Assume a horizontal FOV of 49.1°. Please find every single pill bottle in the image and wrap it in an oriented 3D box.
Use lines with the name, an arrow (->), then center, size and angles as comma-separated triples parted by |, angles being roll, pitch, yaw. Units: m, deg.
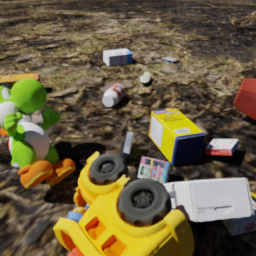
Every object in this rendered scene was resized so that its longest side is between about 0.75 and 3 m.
pill bottle -> -0.580, -1.269, 11.082 | 0.621, 0.621, 1.107 | 11, 33, 17

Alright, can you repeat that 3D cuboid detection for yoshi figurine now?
yoshi figurine -> -2.402, -0.100, 7.079 | 1.661, 1.668, 2.967 | -24, 69, -26

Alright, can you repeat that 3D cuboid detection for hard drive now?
hard drive -> -0.080, 0.553, 7.959 | 0.182, 0.581, 0.862 | 23, 42, -9

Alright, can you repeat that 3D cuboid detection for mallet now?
mallet -> 2.981, 1.628, 6.311 | 1.430, 0.294, 0.471 | 27, 33, 4

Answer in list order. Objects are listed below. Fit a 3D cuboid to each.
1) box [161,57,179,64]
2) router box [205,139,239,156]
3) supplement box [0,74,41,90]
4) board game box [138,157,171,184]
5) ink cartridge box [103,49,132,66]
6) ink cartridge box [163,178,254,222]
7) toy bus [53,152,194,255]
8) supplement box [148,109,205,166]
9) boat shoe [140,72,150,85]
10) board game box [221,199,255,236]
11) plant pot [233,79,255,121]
box -> 2.372, -3.791, 15.683 | 0.568, 0.157, 0.832 | -25, 39, -35
router box -> 2.706, 0.549, 8.061 | 0.725, 0.197, 0.808 | -1, 17, 36
supplement box -> -4.846, -1.817, 11.914 | 2.139, 0.736, 0.712 | -5, 31, -11
board game box -> 0.671, 1.081, 7.149 | 0.751, 0.554, 0.241 | 9, -7, 27
ink cartridge box -> -0.576, -3.881, 15.405 | 1.404, 0.594, 1.015 | -13, 34, -18
ink cartridge box -> 1.433, 1.407, 5.614 | 1.208, 0.694, 1.664 | -1, -12, -16
toy bus -> -0.456, 1.953, 5.073 | 2.390, 1.689, 2.489 | -37, 44, -22
supplement box -> 1.383, 0.212, 8.313 | 0.909, 0.904, 1.660 | -8, 33, -20
boat shoe -> 0.755, -2.229, 12.940 | 0.390, 0.326, 1.090 | 31, 36, -2
board game box -> 2.404, 1.784, 6.305 | 0.831, 0.362, 1.127 | -7, 31, -12
plant pot -> 4.210, -1.063, 9.496 | 0.949, 1.077, 1.076 | 22, 52, 15
